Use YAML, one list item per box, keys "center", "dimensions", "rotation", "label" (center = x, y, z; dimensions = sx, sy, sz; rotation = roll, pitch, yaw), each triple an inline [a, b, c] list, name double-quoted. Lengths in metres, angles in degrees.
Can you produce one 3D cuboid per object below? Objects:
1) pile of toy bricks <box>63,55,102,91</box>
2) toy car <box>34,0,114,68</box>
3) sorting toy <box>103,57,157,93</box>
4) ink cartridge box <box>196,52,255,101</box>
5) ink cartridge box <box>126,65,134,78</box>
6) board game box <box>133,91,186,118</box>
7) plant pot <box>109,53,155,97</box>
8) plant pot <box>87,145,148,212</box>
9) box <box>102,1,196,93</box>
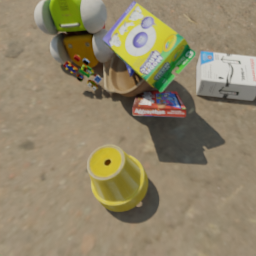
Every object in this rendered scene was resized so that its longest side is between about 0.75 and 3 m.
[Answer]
- center: [-1.552, -2.088, 10.168]
  dimensions: [1.439, 0.799, 0.711]
  rotation: [36, 23, -20]
  label: "pile of toy bricks"
- center: [-1.752, -3.873, 10.561]
  dimensions: [2.598, 2.969, 2.226]
  rotation: [3, 50, 21]
  label: "toy car"
- center: [0.160, -2.096, 10.874]
  dimensions: [2.210, 0.403, 2.045]
  rotation: [-1, 52, -6]
  label: "sorting toy"
- center: [3.702, -1.954, 10.504]
  dimensions: [2.120, 0.894, 1.548]
  rotation: [6, 56, 4]
  label: "ink cartridge box"
- center: [0.156, -2.691, 9.435]
  dimensions: [0.312, 1.441, 1.415]
  rotation: [12, 42, -31]
  label: "ink cartridge box"
- center: [0.959, -0.840, 9.058]
  dimensions: [1.474, 0.278, 2.863]
  rotation: [1, 17, 4]
  label: "board game box"
- center: [0.616, -2.217, 9.617]
  dimensions: [1.233, 2.672, 2.672]
  rotation: [21, 47, -35]
  label: "plant pot"
- center: [-0.365, 1.270, 7.609]
  dimensions: [1.584, 1.490, 1.584]
  rotation: [-9, 53, 12]
  label: "plant pot"
- center: [0.545, -2.300, 7.947]
  dimensions: [1.511, 0.623, 2.576]
  rotation: [-48, 62, 11]
  label: "box"
